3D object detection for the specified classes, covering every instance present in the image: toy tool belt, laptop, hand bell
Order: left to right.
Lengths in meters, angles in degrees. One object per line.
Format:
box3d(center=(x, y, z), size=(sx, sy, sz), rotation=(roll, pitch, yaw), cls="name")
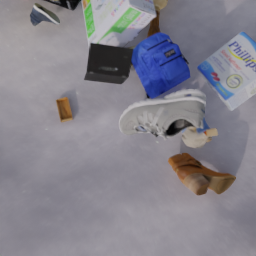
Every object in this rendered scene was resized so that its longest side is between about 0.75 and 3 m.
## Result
box3d(center=(-0.610, -1.832, 8.220), size=(1.217, 1.300, 0.753), rotation=(4, 28, -14), cls="laptop")
box3d(center=(0.928, -3.828, 9.669), size=(1.500, 1.500, 2.880), rotation=(2, 84, 1), cls="hand bell")
box3d(center=(1.953, -0.202, 8.165), size=(0.926, 0.911, 1.482), rotation=(1, 55, -42), cls="toy tool belt")

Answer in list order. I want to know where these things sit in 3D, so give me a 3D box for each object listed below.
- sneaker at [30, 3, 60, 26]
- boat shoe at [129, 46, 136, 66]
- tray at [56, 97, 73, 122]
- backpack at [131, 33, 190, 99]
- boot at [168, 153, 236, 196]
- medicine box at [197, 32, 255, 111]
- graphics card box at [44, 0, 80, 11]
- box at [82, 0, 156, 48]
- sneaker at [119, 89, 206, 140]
box3d(center=(-2.841, -3.646, 9.461), size=(0.949, 0.686, 0.361), rotation=(31, 39, -20), cls="sneaker")
box3d(center=(-0.199, -2.254, 9.215), size=(1.692, 0.620, 0.530), rotation=(-18, 66, -6), cls="boat shoe")
box3d(center=(-2.023, -0.579, 8.878), size=(0.372, 0.140, 0.755), rotation=(-15, 74, -7), cls="tray")
box3d(center=(1.010, -2.001, 8.520), size=(1.374, 1.419, 1.691), rotation=(-31, 94, -24), cls="backpack")
box3d(center=(2.105, 1.214, 7.971), size=(1.766, 0.651, 1.367), rotation=(5, 29, -35), cls="boot")
box3d(center=(3.265, -1.697, 8.422), size=(1.698, 0.874, 1.546), rotation=(-39, 59, 14), cls="medicine box")
box3d(center=(-2.665, -5.235, 10.348), size=(2.007, 0.511, 1.259), rotation=(23, 71, 7), cls="graphics card box")
box3d(center=(-0.364, -3.752, 8.794), size=(1.085, 2.243, 1.979), rotation=(4, 69, -38), cls="box")
box3d(center=(0.782, -0.176, 7.415), size=(2.623, 0.980, 1.076), rotation=(-19, 57, 37), cls="sneaker")
